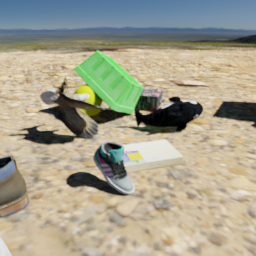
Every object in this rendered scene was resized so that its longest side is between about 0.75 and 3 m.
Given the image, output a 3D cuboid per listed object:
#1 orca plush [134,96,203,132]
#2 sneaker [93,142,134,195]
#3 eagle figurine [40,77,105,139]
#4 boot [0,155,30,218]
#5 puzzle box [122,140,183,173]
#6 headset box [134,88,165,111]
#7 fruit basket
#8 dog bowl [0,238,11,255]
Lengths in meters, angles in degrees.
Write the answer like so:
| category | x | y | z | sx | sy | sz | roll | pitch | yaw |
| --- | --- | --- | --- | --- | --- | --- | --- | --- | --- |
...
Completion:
| category | x | y | z | sx | sy | sz | roll | pitch | yaw |
| --- | --- | --- | --- | --- | --- | --- | --- | --- | --- |
| orca plush | 1.451 | -0.592 | 10.174 | 2.526 | 1.329 | 0.898 | 5 | -6 | 10 |
| sneaker | -0.268 | 0.874 | 6.860 | 0.608 | 0.878 | 1.455 | -23 | 59 | -40 |
| eagle figurine | -1.814 | -0.759 | 9.557 | 2.029 | 1.531 | 1.540 | 53 | 8 | 26 |
| boot | -3.308 | 1.424 | 5.660 | 2.486 | 1.205 | 0.929 | -20 | 29 | -40 |
| puzzle box | 0.497 | 0.820 | 8.435 | 1.950 | 0.248 | 1.297 | -7 | 23 | -15 |
| headset box | 0.758 | -1.367 | 13.197 | 1.931 | 0.724 | 1.435 | 5 | 23 | 13 |
| fruit basket | -1.213 | -1.445 | 11.920 | 2.989 | 2.989 | 2.156 | 11 | 3 | 26 |
| dog bowl | -2.887 | 2.377 | 3.923 | 2.615 | 0.767 | 2.615 | 0 | 23 | 0 |
